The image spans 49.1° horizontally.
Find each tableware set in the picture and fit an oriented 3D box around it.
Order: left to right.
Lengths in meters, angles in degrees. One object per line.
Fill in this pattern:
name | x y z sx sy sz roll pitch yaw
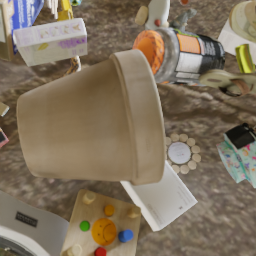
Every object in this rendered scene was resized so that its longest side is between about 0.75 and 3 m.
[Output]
tableware set | -1.682 -3.802 7.526 0.414 1.816 2.696 -8 74 5

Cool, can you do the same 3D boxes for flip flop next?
flip flop | 2.017 -0.804 5.388 1.385 0.561 0.399 7 65 -15

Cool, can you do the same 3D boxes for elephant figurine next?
elephant figurine | 1.434 -3.180 9.456 1.678 1.302 1.187 -25 106 -36

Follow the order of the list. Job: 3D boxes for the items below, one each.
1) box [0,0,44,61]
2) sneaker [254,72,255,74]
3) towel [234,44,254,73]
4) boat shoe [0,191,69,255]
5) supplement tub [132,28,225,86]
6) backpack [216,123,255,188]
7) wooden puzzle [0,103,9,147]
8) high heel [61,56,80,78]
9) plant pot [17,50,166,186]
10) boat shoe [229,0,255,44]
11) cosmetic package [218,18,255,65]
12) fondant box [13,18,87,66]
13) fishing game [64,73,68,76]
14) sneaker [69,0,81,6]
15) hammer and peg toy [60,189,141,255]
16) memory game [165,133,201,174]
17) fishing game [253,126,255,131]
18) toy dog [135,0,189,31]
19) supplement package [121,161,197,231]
box | -2.362 -3.000 6.310 0.425 1.589 2.623 16 59 -8
sneaker | 4.633 -1.066 8.734 0.781 0.771 1.996 -32 73 -14
towel | 2.778 -1.577 6.580 0.166 1.833 0.789 -16 99 31
boat shoe | -1.862 1.959 5.199 2.507 0.710 0.860 41 29 -24
supplement tub | 1.128 -1.577 6.327 1.935 1.186 1.186 -1 65 -31
backpack | 2.393 0.627 5.668 0.873 1.030 1.160 -36 97 14
wooden puzzle | -4.843 0.254 8.510 2.898 0.204 1.719 -36 73 -13
high heel | -2.074 -1.875 9.162 1.028 0.515 1.442 -8 77 -10
plant pot | -0.770 -0.022 5.497 2.331 2.687 2.687 -10 69 -9
boat shoe | 3.874 -2.355 6.962 2.791 0.907 1.007 19 91 -18
cosmetic package | 3.897 -2.882 9.382 1.654 0.890 0.702 28 69 9
fondant box | -1.686 -1.908 6.338 1.465 1.057 0.427 -15 84 -9
fishing game | -1.804 -0.695 8.664 1.414 0.307 1.975 16 82 5
sneaker | -1.862 -4.955 10.477 0.988 0.393 0.645 -41 72 -5
hammer and peg toy | -0.457 2.109 4.887 1.343 0.644 1.827 20 55 -14
memory game | 1.526 0.755 8.380 1.284 0.082 1.284 0 69 1
fishing game | 3.149 -0.449 6.246 0.189 0.869 1.214 41 106 23
toy dog | 0.840 -3.004 6.610 1.144 1.734 0.835 0 26 -14
supplement package | 0.574 1.495 7.283 1.109 1.558 2.000 -34 73 -12
